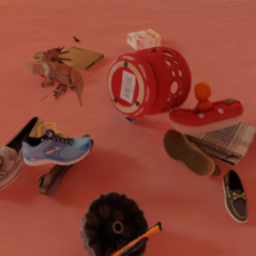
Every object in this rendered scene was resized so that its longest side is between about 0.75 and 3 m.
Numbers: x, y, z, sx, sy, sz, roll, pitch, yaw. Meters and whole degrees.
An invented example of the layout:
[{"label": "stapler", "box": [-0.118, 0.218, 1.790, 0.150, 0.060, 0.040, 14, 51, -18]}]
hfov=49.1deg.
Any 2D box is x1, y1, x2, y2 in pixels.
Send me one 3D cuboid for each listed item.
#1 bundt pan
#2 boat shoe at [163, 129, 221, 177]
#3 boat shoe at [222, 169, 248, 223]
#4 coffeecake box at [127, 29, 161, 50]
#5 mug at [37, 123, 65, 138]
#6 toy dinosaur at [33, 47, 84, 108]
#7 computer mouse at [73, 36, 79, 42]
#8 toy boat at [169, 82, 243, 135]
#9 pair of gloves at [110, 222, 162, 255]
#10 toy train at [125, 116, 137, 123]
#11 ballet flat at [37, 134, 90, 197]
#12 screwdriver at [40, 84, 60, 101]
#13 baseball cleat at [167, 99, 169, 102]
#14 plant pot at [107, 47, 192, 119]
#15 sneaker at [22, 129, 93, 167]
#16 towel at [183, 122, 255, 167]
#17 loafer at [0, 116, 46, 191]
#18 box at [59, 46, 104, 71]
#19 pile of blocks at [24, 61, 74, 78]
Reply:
[{"label": "bundt pan", "box": [-0.394, 2.492, 6.814, 1.783, 0.669, 1.783, 17, 52, -24]}, {"label": "boat shoe", "box": [2.044, 0.829, 9.110, 0.871, 0.873, 2.420, 18, 13, -35]}, {"label": "boat shoe", "box": [3.068, 1.908, 8.012, 0.566, 0.478, 1.587, 0, 41, 0]}, {"label": "coffeecake box", "box": [0.880, -5.003, 15.867, 1.542, 0.563, 1.184, -17, 44, -19]}, {"label": "mug", "box": [-2.595, 0.598, 9.130, 1.023, 0.998, 1.246, -10, 47, 15]}, {"label": "toy dinosaur", "box": [-2.264, -1.949, 9.942, 2.477, 1.063, 1.679, 41, 33, -14]}, {"label": "computer mouse", "box": [-3.078, -5.259, 16.491, 0.232, 0.135, 0.793, -19, 44, -19]}, {"label": "toy boat", "box": [2.457, -0.729, 9.145, 2.323, 1.518, 1.516, -15, 14, 1]}, {"label": "pair of gloves", "box": [0.126, 2.548, 6.067, 1.481, 1.663, 0.206, -33, 73, -3]}, {"label": "toy train", "box": [-0.053, -0.691, 10.671, 1.023, 0.443, 0.584, 37, 42, -20]}, {"label": "ballet flat", "box": [-1.989, 1.038, 8.779, 0.582, 0.845, 2.509, 27, 52, 8]}, {"label": "screwdriver", "box": [-3.228, -1.631, 12.258, 0.273, 0.262, 1.880, -7, 30, 43]}, {"label": "baseball cleat", "box": [0.626, -1.748, 11.884, 2.612, 0.911, 1.390, 18, 43, 17]}, {"label": "plant pot", "box": [0.598, -1.540, 9.588, 2.161, 2.373, 2.373, -16, 41, -41]}, {"label": "sneaker", "box": [-2.043, 0.505, 7.940, 2.115, 0.951, 0.829, -7, 28, 4]}, {"label": "towel", "box": [3.275, 0.223, 10.019, 2.150, 0.386, 2.233, 26, 48, 27]}, {"label": "loafer", "box": [-3.701, 0.722, 9.025, 1.062, 0.929, 2.955, 15, 43, 16]}, {"label": "box", "box": [-2.598, -3.632, 14.555, 2.109, 0.224, 1.724, 20, 46, 21]}, {"label": "pile of blocks", "box": [-3.723, -2.743, 13.267, 2.240, 0.696, 0.920, 2, 28, -10]}]
